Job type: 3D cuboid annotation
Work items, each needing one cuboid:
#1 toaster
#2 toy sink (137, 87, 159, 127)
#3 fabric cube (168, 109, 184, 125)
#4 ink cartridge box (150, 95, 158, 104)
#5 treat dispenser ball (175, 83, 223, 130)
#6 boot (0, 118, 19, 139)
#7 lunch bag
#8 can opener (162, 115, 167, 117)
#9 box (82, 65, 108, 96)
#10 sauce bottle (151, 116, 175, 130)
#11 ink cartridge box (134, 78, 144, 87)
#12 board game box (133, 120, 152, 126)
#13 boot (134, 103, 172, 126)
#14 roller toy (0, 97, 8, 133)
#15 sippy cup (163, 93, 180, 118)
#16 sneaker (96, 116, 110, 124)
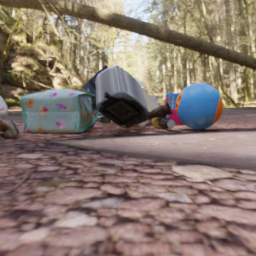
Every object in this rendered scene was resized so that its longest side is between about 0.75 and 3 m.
[{"bbox_3d":[-0.338,-1.269,11.272,1.518,1.726,2.672,-26,-35,25],"label":"toaster"},{"bbox_3d":[0.056,-1.238,14.313,1.635,2.508,1.405,-48,6,-25],"label":"toy sink"},{"bbox_3d":[2.642,-0.590,15.186,0.795,0.793,0.780,6,8,24],"label":"fabric cube"},{"bbox_3d":[1.304,-1.446,15.591,0.380,0.645,1.120,-14,-7,23],"label":"ink cartridge box"},{"bbox_3d":[3.104,-0.935,12.324,2.030,2.030,2.030,0,5,0],"label":"treat dispenser ball"},{"bbox_3d":[-4.076,-0.098,9.369,0.362,1.030,0.753,-17,11,19],"label":"boot"},{"bbox_3d":[-2.741,-0.769,12.083,2.549,1.825,2.993,0,11,9],"label":"lunch bag"},{"bbox_3d":[1.732,-0.794,16.080,0.831,1.030,2.620,3,1,-10],"label":"can opener"},{"bbox_3d":[-1.366,-2.184,13.547,1.466,0.896,0.777,-51,15,-31],"label":"box"},{"bbox_3d":[1.589,-0.231,12.835,0.588,0.588,1.819,-1,6,-14],"label":"sauce bottle"},{"bbox_3d":[-0.474,-1.906,16.379,1.605,2.768,0.939,29,-2,20],"label":"ink cartridge box"},{"bbox_3d":[0.987,-0.380,15.209,1.534,0.438,1.566,1,5,0],"label":"board game box"},{"bbox_3d":[1.132,-0.590,13.121,1.767,0.568,1.647,-25,-13,15],"label":"boot"},{"bbox_3d":[-5.311,-0.648,9.671,1.414,1.846,2.023,-41,-13,8],"label":"roller toy"},{"bbox_3d":[2.953,-1.255,17.398,2.429,1.780,1.908,-2,6,-23],"label":"sippy cup"},{"bbox_3d":[-1.460,-0.447,15.429,1.066,0.418,0.480,10,-2,15],"label":"sneaker"}]
